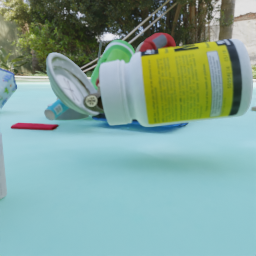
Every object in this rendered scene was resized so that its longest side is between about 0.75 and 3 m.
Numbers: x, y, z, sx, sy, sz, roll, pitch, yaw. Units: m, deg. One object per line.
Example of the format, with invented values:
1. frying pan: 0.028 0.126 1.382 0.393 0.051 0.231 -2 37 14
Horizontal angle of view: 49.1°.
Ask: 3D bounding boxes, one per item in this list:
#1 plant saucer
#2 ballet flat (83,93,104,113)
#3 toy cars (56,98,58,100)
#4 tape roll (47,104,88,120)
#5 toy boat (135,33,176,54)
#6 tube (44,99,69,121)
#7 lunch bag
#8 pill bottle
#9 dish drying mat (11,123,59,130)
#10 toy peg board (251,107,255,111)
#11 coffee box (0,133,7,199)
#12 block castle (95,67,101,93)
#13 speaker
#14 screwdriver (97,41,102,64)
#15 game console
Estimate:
1. plant saucer: -1.435 -0.995 7.004 0.463 1.847 1.847 -34 1 17
2. ballet flat: -0.314 -0.543 6.374 1.430 0.482 0.331 9 -6 -6
3. toy cars: -2.401 -1.138 10.857 0.398 0.806 1.798 -33 17 -27
4. tape roll: -1.908 -0.548 8.950 1.273 0.421 1.273 0 11 0
5. toy boat: 1.620 -2.140 10.685 1.866 2.859 1.869 -39 33 -27
6. tube: -1.807 -0.699 7.949 0.346 0.531 1.372 18 38 18
7. lunch bag: -4.941 -1.415 9.684 1.616 1.030 1.374 21 55 1
8. pill bottle: 0.650 -0.617 4.173 1.998 1.142 1.142 -7 10 5
9. dish drying mat: -2.396 -0.035 7.199 1.125 0.102 0.432 3 12 10
10. toy peg board: 5.660 -0.981 10.430 1.456 0.715 1.462 -9 15 -38
11. coffee box: -2.187 0.547 2.305 1.164 0.812 2.036 3 11 14
12. block castle: -0.082 -1.016 7.651 1.664 0.781 1.112 5 45 -9
13. speaker: -0.585 -1.646 8.846 1.017 2.299 1.017 19 -23 8
14. screwdriver: -1.104 -1.775 9.849 0.353 2.531 0.368 6 1 -13
15. game console: 0.478 -0.820 7.722 2.339 1.384 1.997 5 4 27
